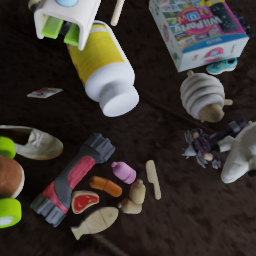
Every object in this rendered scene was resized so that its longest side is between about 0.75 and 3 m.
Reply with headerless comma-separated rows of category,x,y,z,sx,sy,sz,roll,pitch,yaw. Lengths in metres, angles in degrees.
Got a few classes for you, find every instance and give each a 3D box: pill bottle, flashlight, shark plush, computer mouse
pill bottle,-0.645,-1.553,7.445,1.349,1.349,2.408,-21,66,-10
flashlight,-1.188,1.148,6.510,2.260,0.768,0.765,-48,113,-22
shark plush,2.927,0.252,6.574,1.063,0.975,2.340,27,75,35
computer mouse,3.511,-3.134,8.802,0.717,0.235,1.020,-36,80,-26

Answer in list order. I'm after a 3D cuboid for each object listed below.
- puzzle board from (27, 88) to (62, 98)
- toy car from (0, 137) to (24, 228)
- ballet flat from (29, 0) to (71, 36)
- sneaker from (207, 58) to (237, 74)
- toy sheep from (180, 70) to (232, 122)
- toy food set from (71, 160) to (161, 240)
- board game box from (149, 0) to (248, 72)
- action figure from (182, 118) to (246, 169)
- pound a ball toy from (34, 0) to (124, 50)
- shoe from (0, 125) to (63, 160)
puzzle board,-2.210,-0.954,7.469,0.589,0.068,0.781,6,24,21
toy car,-3.318,0.849,5.321,1.835,2.326,1.911,-23,56,0
ballet flat,-2.418,-3.593,8.852,1.991,0.565,0.662,38,70,17
sneaker,2.717,-1.835,8.129,0.919,0.366,0.356,-17,65,-7
toy sheep,1.940,-0.852,7.293,1.197,1.197,1.736,-15,52,-7
toy food set,-0.353,1.446,6.212,2.115,0.333,1.344,-17,104,-17
board game box,2.017,-3.207,8.515,2.006,0.874,2.720,-16,66,-7
action figure,2.156,0.397,6.934,1.772,0.615,1.153,-18,68,-8
pound a ball toy,-0.864,-3.097,6.453,1.717,1.119,2.634,15,61,-5
shoe,-2.614,0.331,7.003,1.972,0.526,0.689,10,65,5
